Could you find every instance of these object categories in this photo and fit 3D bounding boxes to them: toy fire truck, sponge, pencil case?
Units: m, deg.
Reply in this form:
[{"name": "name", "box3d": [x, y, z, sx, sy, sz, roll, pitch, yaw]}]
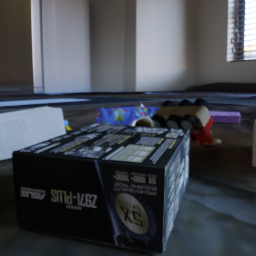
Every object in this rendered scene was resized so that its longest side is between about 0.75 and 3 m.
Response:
[{"name": "toy fire truck", "box3d": [1.926, 0.101, 8.697, 1.777, 2.018, 1.299, 2, 42, 47]}, {"name": "sponge", "box3d": [4.375, -0.603, 14.784, 2.829, 0.422, 1.578, 4, 11, 19]}, {"name": "pencil case", "box3d": [0.345, -0.123, 9.922, 2.979, 1.162, 1.294, -2, 41, -15]}]

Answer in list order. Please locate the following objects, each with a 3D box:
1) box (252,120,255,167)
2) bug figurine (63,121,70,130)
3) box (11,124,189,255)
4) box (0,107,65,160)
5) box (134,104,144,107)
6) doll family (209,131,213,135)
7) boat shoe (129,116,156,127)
[{"name": "box", "box3d": [4.081, 0.230, 7.690, 1.011, 1.235, 2.601, 3, 9, 28]}, {"name": "bug figurine", "box3d": [-3.425, -0.112, 11.765, 1.881, 0.484, 1.458, 1, 9, 0]}, {"name": "box", "box3d": [-0.186, 0.731, 4.871, 2.218, 1.166, 2.708, 3, 10, 17]}, {"name": "box", "box3d": [-3.031, 0.091, 8.076, 2.040, 1.085, 1.553, -12, 11, -29]}, {"name": "box", "box3d": [0.346, -0.375, 11.050, 0.973, 0.856, 0.470, -22, 34, 36]}, {"name": "doll family", "box3d": [2.649, 0.161, 9.559, 0.338, 0.860, 0.497, -23, 29, -1]}, {"name": "boat shoe", "box3d": [0.413, 0.123, 8.088, 0.926, 0.912, 2.612, 47, 20, 9]}]
